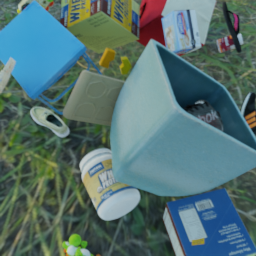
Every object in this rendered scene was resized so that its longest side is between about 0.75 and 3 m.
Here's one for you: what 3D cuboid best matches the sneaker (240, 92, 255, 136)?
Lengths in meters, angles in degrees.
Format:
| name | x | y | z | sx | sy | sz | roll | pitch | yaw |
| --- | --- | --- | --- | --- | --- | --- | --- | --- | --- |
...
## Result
| name | x | y | z | sx | sy | sz | roll | pitch | yaw |
| --- | --- | --- | --- | --- | --- | --- | --- | --- | --- |
| sneaker | 3.449 | -0.160 | 7.841 | 0.735 | 0.571 | 1.634 | 16 | 95 | 21 |

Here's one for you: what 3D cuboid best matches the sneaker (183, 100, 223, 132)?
| name | x | y | z | sx | sy | sz | roll | pitch | yaw |
| --- | --- | --- | --- | --- | --- | --- | --- | --- | --- |
| sneaker | 1.276 | -0.136 | 5.911 | 2.117 | 0.748 | 1.034 | 9 | 83 | -35 |

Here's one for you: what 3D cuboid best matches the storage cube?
| name | x | y | z | sx | sy | sz | roll | pitch | yaw |
| --- | --- | --- | --- | --- | --- | --- | --- | --- | --- |
| storage cube | 1.622 | -3.939 | 10.158 | 2.267 | 2.038 | 1.938 | 25 | 76 | -25 |

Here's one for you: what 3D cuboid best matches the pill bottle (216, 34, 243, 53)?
| name | x | y | z | sx | sy | sz | roll | pitch | yaw |
| --- | --- | --- | --- | --- | --- | --- | --- | --- | --- |
| pill bottle | 3.818 | -3.199 | 10.521 | 0.880 | 0.497 | 0.497 | -14 | 47 | 25 |

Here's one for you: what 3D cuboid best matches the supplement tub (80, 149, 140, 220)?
| name | x | y | z | sx | sy | sz | roll | pitch | yaw |
| --- | --- | --- | --- | --- | --- | --- | --- | --- | --- |
| supplement tub | -0.602 | 1.659 | 8.417 | 1.320 | 1.320 | 1.825 | -23 | 55 | -17 |

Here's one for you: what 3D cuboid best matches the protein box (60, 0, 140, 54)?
| name | x | y | z | sx | sy | sz | roll | pitch | yaw |
| --- | --- | --- | --- | --- | --- | --- | --- | --- | --- |
| protein box | -0.918 | -3.651 | 9.324 | 1.899 | 1.913 | 1.291 | -8 | 76 | 37 |

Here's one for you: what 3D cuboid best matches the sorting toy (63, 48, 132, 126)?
| name | x | y | z | sx | sy | sz | roll | pitch | yaw |
| --- | --- | --- | --- | --- | --- | --- | --- | --- | --- |
| sorting toy | -0.552 | -0.946 | 7.060 | 1.586 | 2.128 | 0.285 | 12 | 37 | -31 |

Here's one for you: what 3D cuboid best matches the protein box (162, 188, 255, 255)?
| name | x | y | z | sx | sy | sz | roll | pitch | yaw |
| --- | --- | --- | --- | --- | --- | --- | --- | --- | --- |
| protein box | 2.082 | 2.855 | 7.550 | 1.761 | 1.197 | 1.774 | -12 | 52 | -9 |

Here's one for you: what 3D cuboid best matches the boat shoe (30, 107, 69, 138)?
| name | x | y | z | sx | sy | sz | roll | pitch | yaw |
| --- | --- | --- | --- | --- | --- | --- | --- | --- | --- |
| boat shoe | -2.944 | -0.358 | 10.496 | 1.908 | 0.592 | 0.687 | 30 | 57 | 22 |

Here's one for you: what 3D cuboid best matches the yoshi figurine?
| name | x | y | z | sx | sy | sz | roll | pitch | yaw |
| --- | --- | --- | --- | --- | --- | --- | --- | --- | --- |
| yoshi figurine | -1.274 | 3.307 | 7.639 | 1.098 | 0.617 | 0.615 | 23 | 39 | 21 |

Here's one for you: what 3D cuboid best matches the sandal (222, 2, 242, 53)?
| name | x | y | z | sx | sy | sz | roll | pitch | yaw |
| --- | --- | --- | --- | --- | --- | --- | --- | --- | --- |
| sandal | 3.113 | -2.953 | 8.148 | 0.576 | 0.345 | 1.533 | -15 | 86 | -56 |

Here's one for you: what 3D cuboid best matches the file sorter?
| name | x | y | z | sx | sy | sz | roll | pitch | yaw |
| --- | --- | --- | --- | --- | --- | --- | --- | --- | --- |
| file sorter | -2.385 | -1.998 | 8.353 | 1.890 | 1.671 | 2.723 | -43 | 63 | -2 |

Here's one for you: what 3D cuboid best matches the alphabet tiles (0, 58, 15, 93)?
| name | x | y | z | sx | sy | sz | roll | pitch | yaw |
| --- | --- | --- | --- | --- | --- | --- | --- | --- | --- |
| alphabet tiles | -3.147 | -0.605 | 6.346 | 0.154 | 2.060 | 2.106 | 29 | 51 | -20 |

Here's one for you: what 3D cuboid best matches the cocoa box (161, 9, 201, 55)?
| name | x | y | z | sx | sy | sz | roll | pitch | yaw |
| --- | --- | --- | --- | --- | --- | --- | --- | --- | --- |
| cocoa box | 1.503 | -2.717 | 8.016 | 0.724 | 0.735 | 1.103 | -13 | 96 | -21 |

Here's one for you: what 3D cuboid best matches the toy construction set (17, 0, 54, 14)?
| name | x | y | z | sx | sy | sz | roll | pitch | yaw |
| --- | --- | --- | --- | --- | --- | --- | --- | --- | --- |
| toy construction set | -2.806 | -4.167 | 9.562 | 2.448 | 1.605 | 1.127 | -53 | 56 | 17 |

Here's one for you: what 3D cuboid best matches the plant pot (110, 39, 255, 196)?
| name | x | y | z | sx | sy | sz | roll | pitch | yaw |
| --- | --- | --- | --- | --- | --- | --- | --- | --- | --- |
| plant pot | 0.911 | 0.146 | 6.594 | 2.610 | 2.666 | 2.617 | 25 | 35 | -27 |
